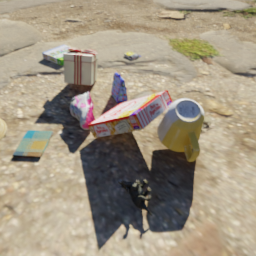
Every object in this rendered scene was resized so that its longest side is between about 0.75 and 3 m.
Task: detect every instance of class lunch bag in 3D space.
[{"bbox_3d":[-0.433,-1.921,12.939,0.564,1.199,0.903,-14,39,-17],"label":"lunch bag"}]

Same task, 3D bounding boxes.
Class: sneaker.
[{"bbox_3d":[-1.935,-0.635,11.631,0.940,0.867,2.131,-14,37,1],"label":"sneaker"}]

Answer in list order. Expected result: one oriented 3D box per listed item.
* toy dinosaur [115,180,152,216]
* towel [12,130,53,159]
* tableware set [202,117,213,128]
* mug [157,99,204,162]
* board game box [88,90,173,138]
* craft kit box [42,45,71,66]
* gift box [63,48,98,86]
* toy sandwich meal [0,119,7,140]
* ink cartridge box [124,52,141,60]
[{"bbox_3d":[0.309,1.992,8.285,1.422,0.727,0.547,52,32,18],"label":"toy dinosaur"},{"bbox_3d":[-3.533,0.599,10.490,1.070,0.158,1.459,3,39,4],"label":"towel"},{"bbox_3d":[3.041,-0.191,11.515,0.823,0.165,0.544,-26,51,-28],"label":"tableware set"},{"bbox_3d":[2.064,-0.067,9.818,1.598,1.638,1.995,-41,71,-21],"label":"mug"},{"bbox_3d":[0.052,-0.473,10.428,2.661,0.616,2.015,-11,20,46],"label":"board game box"},{"bbox_3d":[-3.952,-4.446,16.995,1.738,0.427,1.760,24,43,32],"label":"craft kit box"},{"bbox_3d":[-2.377,-3.139,13.987,1.612,1.631,1.747,4,23,-1],"label":"gift box"},{"bbox_3d":[-5.714,0.395,10.237,2.542,0.870,2.542,3,37,-2],"label":"toy sandwich meal"},{"bbox_3d":[0.279,-4.476,17.205,0.788,0.185,0.779,-30,46,-31],"label":"ink cartridge box"}]
